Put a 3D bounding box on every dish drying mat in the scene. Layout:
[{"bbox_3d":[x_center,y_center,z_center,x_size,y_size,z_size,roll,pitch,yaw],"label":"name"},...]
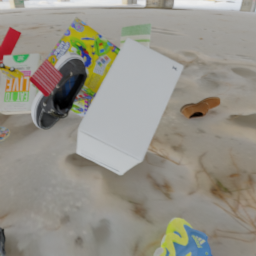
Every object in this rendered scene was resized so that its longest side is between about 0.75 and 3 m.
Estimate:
[{"bbox_3d":[-5.379,-3.581,12.493,0.158,1.733,0.666,35,10,25],"label":"dish drying mat"}]

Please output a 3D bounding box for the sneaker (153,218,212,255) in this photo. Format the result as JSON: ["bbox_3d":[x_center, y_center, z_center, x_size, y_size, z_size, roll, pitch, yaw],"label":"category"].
[{"bbox_3d":[1.329,3.241,6.708,1.341,0.967,2.553,13,33,19],"label":"sneaker"}]

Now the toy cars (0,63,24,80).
[{"bbox_3d":[-3.841,-1.779,8.061,1.607,0.356,0.721,27,-10,-24],"label":"toy cars"}]

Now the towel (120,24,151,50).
[{"bbox_3d":[0.265,-3.155,12.711,0.331,2.825,2.155,-5,16,-35],"label":"towel"}]

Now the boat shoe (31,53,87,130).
[{"bbox_3d":[-2.079,-0.842,8.612,1.046,2.993,0.991,7,43,-44],"label":"boat shoe"}]

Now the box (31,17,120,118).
[{"bbox_3d":[-1.708,-2.170,10.585,2.548,1.614,2.645,34,58,-16],"label":"box"}]

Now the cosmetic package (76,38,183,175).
[{"bbox_3d":[-0.107,-0.394,7.765,1.687,2.744,2.735,27,70,-4],"label":"cosmetic package"}]

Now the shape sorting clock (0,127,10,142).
[{"bbox_3d":[-5.895,0.329,12.109,1.475,0.289,1.475,0,31,0],"label":"shape sorting clock"}]

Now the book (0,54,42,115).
[{"bbox_3d":[-4.167,-1.710,10.922,1.533,2.295,0.551,-2,-11,11],"label":"book"}]

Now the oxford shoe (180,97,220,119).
[{"bbox_3d":[3.705,-0.907,13.827,2.213,0.789,0.789,-20,50,-15],"label":"oxford shoe"}]

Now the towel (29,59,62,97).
[{"bbox_3d":[-2.139,-1.307,7.325,0.099,0.639,0.884,-16,38,39],"label":"towel"}]

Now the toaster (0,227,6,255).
[{"bbox_3d":[-3.604,3.070,7.416,0.595,0.523,0.921,-14,34,-17],"label":"toaster"}]
